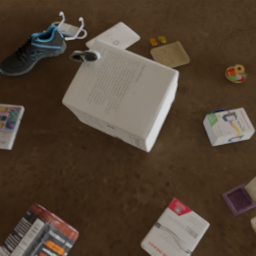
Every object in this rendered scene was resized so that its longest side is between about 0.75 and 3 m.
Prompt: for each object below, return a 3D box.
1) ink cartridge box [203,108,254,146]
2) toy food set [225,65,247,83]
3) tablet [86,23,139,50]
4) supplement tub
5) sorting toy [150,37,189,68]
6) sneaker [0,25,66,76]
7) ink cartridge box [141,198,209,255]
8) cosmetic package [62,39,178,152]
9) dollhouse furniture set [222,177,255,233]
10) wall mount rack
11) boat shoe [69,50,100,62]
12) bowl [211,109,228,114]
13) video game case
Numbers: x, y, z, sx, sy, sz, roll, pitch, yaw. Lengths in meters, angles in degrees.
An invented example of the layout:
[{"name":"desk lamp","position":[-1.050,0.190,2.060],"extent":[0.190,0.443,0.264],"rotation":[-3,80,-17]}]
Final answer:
[{"name":"ink cartridge box","position":[3.437,-0.035,9.632],"extent":[1.360,0.595,0.989],"rotation":[-9,61,-7]},{"name":"toy food set","position":[4.344,-2.155,11.258],"extent":[0.829,0.202,0.821],"rotation":[-11,63,-7]},{"name":"tablet","position":[-0.658,-3.772,12.165],"extent":[2.052,0.140,1.335],"rotation":[-38,68,-18]},{"name":"supplement tub","position":[-2.761,3.651,7.365],"extent":[1.602,1.602,2.997],"rotation":[28,66,14]},{"name":"sorting toy","position":[1.644,-3.201,11.830],"extent":[1.304,0.234,1.750],"rotation":[-20,63,-5]},{"name":"sneaker","position":[-3.931,-3.157,11.246],"extent":[2.866,1.174,1.049],"rotation":[-36,68,-17]},{"name":"ink cartridge box","position":[1.332,3.138,8.134],"extent":[1.225,0.703,1.687],"rotation":[36,67,17]},{"name":"cosmetic package","position":[-0.132,-0.925,9.106],"extent":[2.787,2.297,2.300],"rotation":[25,81,11]},{"name":"dollhouse furniture set","position":[4.392,2.352,7.966],"extent":[1.946,1.743,2.456],"rotation":[-23,64,-12]},{"name":"wall mount rack","position":[-2.760,-4.266,12.139],"extent":[1.735,0.647,1.508],"rotation":[20,64,11]},{"name":"boat shoe","position":[-1.261,-2.015,8.059],"extent":[0.955,0.344,0.339],"rotation":[6,41,30]},{"name":"bowl","position":[3.465,-0.142,10.160],"extent":[1.226,0.241,1.226],"rotation":[0,62,0]},{"name":"video game case","position":[-4.937,-0.103,10.153],"extent":[1.884,0.223,1.715],"rotation":[5,62,4]}]
